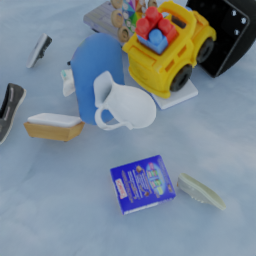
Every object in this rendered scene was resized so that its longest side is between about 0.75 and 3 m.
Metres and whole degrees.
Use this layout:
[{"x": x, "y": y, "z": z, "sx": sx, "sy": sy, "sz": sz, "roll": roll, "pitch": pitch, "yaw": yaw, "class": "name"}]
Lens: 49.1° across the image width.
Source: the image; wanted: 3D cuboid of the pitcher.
[{"x": -0.104, "y": -0.452, "z": 7.318, "sx": 1.732, "sy": 1.050, "sz": 1.486, "roll": 26, "pitch": 61, "yaw": -37, "class": "pitcher"}]

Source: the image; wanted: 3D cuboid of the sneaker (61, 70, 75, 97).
[{"x": -1.709, "y": -1.367, "z": 8.062, "sx": 0.573, "sy": 1.522, "sz": 0.674, "roll": -34, "pitch": 105, "yaw": 8, "class": "sneaker"}]

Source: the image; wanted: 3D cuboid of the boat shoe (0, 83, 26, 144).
[{"x": -3.473, "y": -0.425, "z": 7.872, "sx": 0.595, "sy": 0.507, "sz": 1.779, "roll": 3, "pitch": 69, "yaw": 45, "class": "boat shoe"}]

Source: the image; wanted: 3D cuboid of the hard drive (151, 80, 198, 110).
[{"x": 1.153, "y": -1.564, "z": 8.869, "sx": 1.262, "sy": 0.243, "sz": 1.913, "roll": -23, "pitch": 63, "yaw": -11, "class": "hard drive"}]

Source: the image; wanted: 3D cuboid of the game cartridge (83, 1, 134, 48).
[{"x": -0.260, "y": -3.472, "z": 9.640, "sx": 2.239, "sy": 0.430, "sz": 1.451, "roll": 35, "pitch": 60, "yaw": 11, "class": "game cartridge"}]

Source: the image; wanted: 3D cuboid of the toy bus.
[{"x": 1.099, "y": -2.493, "z": 7.668, "sx": 1.766, "sy": 2.499, "sz": 2.603, "roll": 39, "pitch": 85, "yaw": 23, "class": "toy bus"}]

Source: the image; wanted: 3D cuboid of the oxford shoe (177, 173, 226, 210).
[{"x": 1.804, "y": 1.644, "z": 7.032, "sx": 1.358, "sy": 0.510, "sz": 0.392, "roll": 32, "pitch": 107, "yaw": 8, "class": "oxford shoe"}]

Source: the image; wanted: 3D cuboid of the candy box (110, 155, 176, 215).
[{"x": 0.337, "y": 1.423, "z": 7.051, "sx": 1.360, "sy": 0.524, "sz": 1.150, "roll": -14, "pitch": 63, "yaw": -9, "class": "candy box"}]

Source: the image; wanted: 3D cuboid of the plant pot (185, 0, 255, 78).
[{"x": 3.103, "y": -3.235, "z": 8.865, "sx": 1.908, "sy": 2.146, "sz": 2.151, "roll": -23, "pitch": 62, "yaw": -27, "class": "plant pot"}]

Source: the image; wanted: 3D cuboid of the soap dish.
[{"x": -1.961, "y": -0.026, "z": 7.570, "sx": 1.305, "sy": 1.027, "sz": 0.530, "roll": 6, "pitch": 103, "yaw": 11, "class": "soap dish"}]

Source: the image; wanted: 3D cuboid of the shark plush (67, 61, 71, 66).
[{"x": -1.158, "y": -2.234, "z": 9.005, "sx": 1.617, "sy": 0.674, "sz": 0.735, "roll": -25, "pitch": 53, "yaw": 0, "class": "shark plush"}]

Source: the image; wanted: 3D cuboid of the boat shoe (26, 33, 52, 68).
[{"x": -2.903, "y": -2.474, "z": 9.154, "sx": 1.240, "sy": 0.351, "sz": 0.425, "roll": -59, "pitch": 39, "yaw": 5, "class": "boat shoe"}]

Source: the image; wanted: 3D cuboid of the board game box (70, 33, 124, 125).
[{"x": -0.894, "y": -1.301, "z": 7.659, "sx": 0.477, "sy": 2.448, "sz": 1.934, "roll": 13, "pitch": 32, "yaw": 35, "class": "board game box"}]

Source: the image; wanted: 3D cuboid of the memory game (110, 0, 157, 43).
[{"x": 0.267, "y": -3.508, "z": 8.503, "sx": 0.153, "sy": 2.407, "sz": 2.407, "roll": 9, "pitch": 57, "yaw": 37, "class": "memory game"}]
